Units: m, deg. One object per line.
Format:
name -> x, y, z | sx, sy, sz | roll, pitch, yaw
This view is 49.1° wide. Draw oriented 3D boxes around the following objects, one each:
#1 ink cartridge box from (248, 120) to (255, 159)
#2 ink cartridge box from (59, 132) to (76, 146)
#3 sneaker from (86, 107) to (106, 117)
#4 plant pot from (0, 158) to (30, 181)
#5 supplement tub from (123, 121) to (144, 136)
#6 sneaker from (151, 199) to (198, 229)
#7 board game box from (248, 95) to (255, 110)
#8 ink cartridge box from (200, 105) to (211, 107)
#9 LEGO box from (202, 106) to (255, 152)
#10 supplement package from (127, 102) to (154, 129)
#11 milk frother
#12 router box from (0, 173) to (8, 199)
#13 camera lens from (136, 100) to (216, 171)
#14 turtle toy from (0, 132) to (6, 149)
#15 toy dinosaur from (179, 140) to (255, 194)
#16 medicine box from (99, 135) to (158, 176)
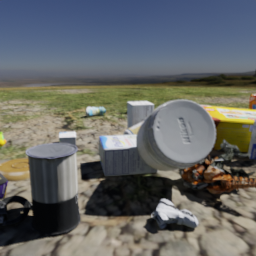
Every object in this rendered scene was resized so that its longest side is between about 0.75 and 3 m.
ink cartridge box -> 4.446, 0.407, 9.299 | 0.646, 1.375, 0.304 | 1, 28, 7
ink cartridge box -> -2.473, 0.455, 11.443 | 0.667, 0.391, 0.924 | -2, 11, -12
sneaker -> -2.018, -1.044, 17.885 | 1.011, 0.616, 1.549 | 2, 13, 16
plant pot -> -3.231, 1.200, 8.435 | 1.598, 0.220, 1.598 | 0, 13, 0
supplement tub -> 0.487, 0.249, 10.548 | 1.134, 0.821, 0.821 | -27, 22, -19
sneaker -> 0.888, 1.792, 5.476 | 0.880, 0.331, 0.506 | 26, 41, 28
board game box -> 6.660, -0.489, 12.348 | 1.845, 1.845, 1.846 | -6, 14, -30
ink cartridge box -> 3.245, -0.653, 14.997 | 1.753, 1.012, 2.401 | 9, 14, 32
LEGO box -> 4.273, 0.025, 10.785 | 2.972, 1.147, 2.213 | 5, 18, 2
supplement package -> 0.490, -0.251, 11.781 | 0.894, 1.613, 1.256 | -2, 11, -10
milk frother -> -1.859, 1.149, 5.512 | 1.643, 1.546, 1.483 | -7, 13, -29
router box -> -4.141, 1.074, 6.389 | 2.171, 0.567, 1.707 | 33, 27, 25
camera lens -> 1.110, 0.257, 7.100 | 1.614, 1.614, 2.018 | -2, -11, -8
turtle toy -> -4.698, 0.556, 9.647 | 0.813, 1.116, 0.564 | 46, 5, 7
toy dinosaur -> 2.271, 1.225, 6.988 | 1.504, 1.132, 2.216 | -27, 35, -26
medicine box -> -0.032, 0.802, 8.751 | 1.649, 0.849, 1.502 | -2, 12, -11
